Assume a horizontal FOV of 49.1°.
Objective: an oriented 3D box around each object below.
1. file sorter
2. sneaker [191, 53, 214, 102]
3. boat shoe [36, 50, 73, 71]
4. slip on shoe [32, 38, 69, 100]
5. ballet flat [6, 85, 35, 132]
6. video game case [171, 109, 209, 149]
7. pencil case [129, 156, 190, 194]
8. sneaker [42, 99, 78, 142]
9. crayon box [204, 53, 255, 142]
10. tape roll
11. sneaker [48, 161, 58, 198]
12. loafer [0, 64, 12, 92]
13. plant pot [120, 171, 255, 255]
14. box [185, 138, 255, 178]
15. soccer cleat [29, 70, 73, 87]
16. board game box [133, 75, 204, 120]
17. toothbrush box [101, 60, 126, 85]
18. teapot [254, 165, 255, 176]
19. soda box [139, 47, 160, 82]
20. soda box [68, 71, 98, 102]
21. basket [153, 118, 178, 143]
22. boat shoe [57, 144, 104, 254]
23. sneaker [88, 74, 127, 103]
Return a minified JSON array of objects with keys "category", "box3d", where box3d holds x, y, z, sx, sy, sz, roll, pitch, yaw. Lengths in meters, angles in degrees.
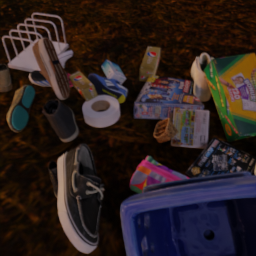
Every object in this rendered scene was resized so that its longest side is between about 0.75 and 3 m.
[{"category":"file sorter","box3d":[-4.158,-3.883,12.675,1.747,1.568,2.518,12,47,13]},{"category":"sneaker","box3d":[3.080,-2.445,11.260,0.962,1.509,2.612,3,45,6]},{"category":"boat shoe","box3d":[-3.067,-2.703,12.099,1.809,0.591,0.666,-37,13,-15]},{"category":"slip on shoe","box3d":[-2.993,-2.183,10.735,0.728,2.405,0.914,-17,9,23]},{"category":"ballet flat","box3d":[-3.933,-0.642,10.028,0.789,0.789,2.232,1,49,1]},{"category":"video game case","box3d":[2.043,0.015,9.233,1.154,0.145,1.268,5,80,8]},{"category":"pencil case","box3d":[1.362,1.715,7.335,2.665,1.178,1.178,23,49,23]},{"category":"sneaker","box3d":[-2.402,-0.634,9.384,0.878,1.247,2.347,-32,40,-11]},{"category":"crayon box","box3d":[3.849,-1.051,9.503,1.650,0.809,2.779,-11,75,-12]},{"category":"tape roll","box3d":[-0.969,-0.612,10.087,1.341,0.469,1.341,-2,43,2]},{"category":"sneaker","box3d":[-1.962,1.511,7.875,0.453,0.644,1.212,-26,49,-22]},{"category":"loafer","box3d":[-5.177,-2.071,11.552,0.625,0.554,1.643,-16,47,-16]},{"category":"plant pot","box3d":[1.553,2.250,5.196,2.748,2.470,2.748,-11,87,7]},{"category":"box","box3d":[2.765,1.247,8.298,1.475,0.427,1.856,29,52,26]},{"category":"soccer cleat","box3d":[-3.079,-1.970,11.416,1.823,0.787,0.637,6,77,-20]},{"category":"board game box","box3d":[1.622,-1.021,10.269,2.296,0.708,2.297,12,38,14]},{"category":"toothbrush box","box3d":[-0.600,-2.245,11.376,0.690,0.402,0.942,16,38,-43]},{"category":"teapot","box3d":[4.104,0.997,7.634,0.924,1.249,1.265,23,11,15]},{"category":"soda box","box3d":[0.960,-2.785,12.204,0.609,0.645,1.904,9,45,8]},{"category":"soda box","box3d":[-1.711,-1.588,10.549,0.486,0.514,1.518,-30,41,-12]},{"category":"basket","box3d":[1.112,0.109,8.946,0.550,0.771,0.574,-37,97,-27]},{"category":"boat shoe","box3d":[-1.173,1.620,7.229,0.954,1.059,2.995,-37,46,15]},{"category":"sneaker","box3d":[-0.773,-1.605,10.838,1.683,0.622,0.692,32,49,0]}]
